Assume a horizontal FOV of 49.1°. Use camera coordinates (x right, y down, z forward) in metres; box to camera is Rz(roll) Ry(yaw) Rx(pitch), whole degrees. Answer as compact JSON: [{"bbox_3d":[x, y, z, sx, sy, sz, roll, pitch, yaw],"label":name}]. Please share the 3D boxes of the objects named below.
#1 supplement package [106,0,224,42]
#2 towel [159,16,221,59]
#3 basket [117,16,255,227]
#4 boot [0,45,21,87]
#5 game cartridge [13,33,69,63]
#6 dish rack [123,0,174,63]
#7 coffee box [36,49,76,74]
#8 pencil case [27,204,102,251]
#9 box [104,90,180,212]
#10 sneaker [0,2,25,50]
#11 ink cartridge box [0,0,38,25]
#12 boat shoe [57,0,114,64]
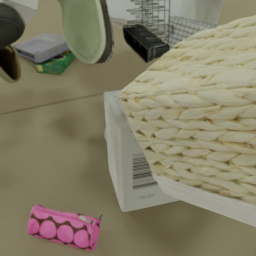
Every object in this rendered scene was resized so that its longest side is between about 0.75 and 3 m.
[{"bbox_3d":[1.114,-3.618,7.678,2.255,2.272,2.993,20,12,27],"label":"supplement package"},{"bbox_3d":[1.379,-1.435,5.460,1.470,1.217,0.629,26,29,27],"label":"towel"},{"bbox_3d":[1.410,-0.182,3.136,1.872,1.704,2.762,-43,23,-25],"label":"basket"},{"bbox_3d":[-3.406,-1.925,6.773,1.511,1.954,0.704,0,29,45],"label":"boot"},{"bbox_3d":[-3.429,-3.304,11.375,1.689,0.500,2.605,-31,37,-28],"label":"game cartridge"},{"bbox_3d":[0.323,-2.379,5.079,0.545,1.997,1.532,-13,37,-14],"label":"dish rack"},{"bbox_3d":[-2.816,-2.646,11.043,0.995,0.356,1.619,5,39,10],"label":"coffee box"},{"bbox_3d":[-1.221,1.835,5.300,1.394,0.653,0.633,7,45,10],"label":"pencil case"},{"bbox_3d":[0.698,0.342,5.870,2.166,2.155,1.416,-9,35,-12],"label":"box"},{"bbox_3d":[-2.433,-0.913,3.780,2.304,0.869,0.913,-27,66,-9],"label":"sneaker"},{"bbox_3d":[-2.004,-2.676,5.110,0.585,1.392,1.016,9,-6,-33],"label":"ink cartridge box"},{"bbox_3d":[-0.740,-2.182,5.127,0.806,0.954,2.677,9,50,-46],"label":"boat shoe"}]
